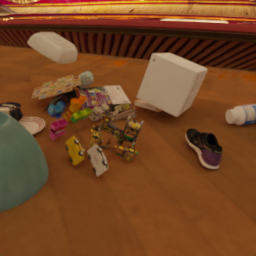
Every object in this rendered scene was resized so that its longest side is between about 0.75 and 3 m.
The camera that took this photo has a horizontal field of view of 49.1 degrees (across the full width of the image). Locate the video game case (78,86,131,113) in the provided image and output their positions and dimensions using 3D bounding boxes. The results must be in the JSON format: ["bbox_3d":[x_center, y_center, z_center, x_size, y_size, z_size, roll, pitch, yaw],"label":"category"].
[{"bbox_3d":[-1.114,-1.305,12.605,2.048,0.405,2.259,-6,29,-14],"label":"video game case"}]

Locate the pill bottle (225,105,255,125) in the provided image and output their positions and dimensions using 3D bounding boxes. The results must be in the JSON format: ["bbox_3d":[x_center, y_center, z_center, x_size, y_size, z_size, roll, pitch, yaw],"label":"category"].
[{"bbox_3d":[4.454,-0.493,10.752,1.300,0.730,0.730,-6,28,-11],"label":"pill bottle"}]

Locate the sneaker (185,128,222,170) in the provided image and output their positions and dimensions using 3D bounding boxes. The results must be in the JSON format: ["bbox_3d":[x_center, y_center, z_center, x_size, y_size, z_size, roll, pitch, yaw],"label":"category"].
[{"bbox_3d":[2.420,0.398,8.717,0.710,0.821,1.875,2,31,-16],"label":"sneaker"}]

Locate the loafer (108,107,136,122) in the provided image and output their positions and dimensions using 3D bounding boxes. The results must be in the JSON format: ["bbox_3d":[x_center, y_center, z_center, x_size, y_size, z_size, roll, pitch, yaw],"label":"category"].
[{"bbox_3d":[-0.349,-0.574,11.187,1.371,0.431,0.493,-8,29,-12],"label":"loafer"}]

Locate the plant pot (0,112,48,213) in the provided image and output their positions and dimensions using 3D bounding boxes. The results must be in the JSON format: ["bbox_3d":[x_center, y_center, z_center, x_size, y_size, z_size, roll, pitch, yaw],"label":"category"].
[{"bbox_3d":[-3.619,0.642,7.363,2.746,1.849,2.746,1,27,0],"label":"plant pot"}]

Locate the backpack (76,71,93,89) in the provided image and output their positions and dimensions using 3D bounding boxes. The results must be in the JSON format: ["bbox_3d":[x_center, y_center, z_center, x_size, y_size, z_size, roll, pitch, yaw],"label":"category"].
[{"bbox_3d":[-2.139,-2.306,13.786,0.989,0.825,0.626,-33,41,21],"label":"backpack"}]

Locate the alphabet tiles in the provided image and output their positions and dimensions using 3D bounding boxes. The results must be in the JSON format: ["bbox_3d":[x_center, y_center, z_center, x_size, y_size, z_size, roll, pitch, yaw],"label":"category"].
[{"bbox_3d":[-3.142,-1.819,12.354,2.184,0.069,1.817,-16,31,0],"label":"alphabet tiles"}]

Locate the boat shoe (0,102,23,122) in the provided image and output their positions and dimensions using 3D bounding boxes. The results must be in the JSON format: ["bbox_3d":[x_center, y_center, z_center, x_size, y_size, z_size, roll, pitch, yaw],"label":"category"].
[{"bbox_3d":[-5.229,-0.332,10.181,2.815,1.051,1.305,-2,18,1],"label":"boat shoe"}]

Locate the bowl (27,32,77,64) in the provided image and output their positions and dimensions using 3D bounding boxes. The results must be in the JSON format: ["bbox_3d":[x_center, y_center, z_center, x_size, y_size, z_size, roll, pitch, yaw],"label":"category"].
[{"bbox_3d":[-3.572,-4.016,13.712,2.062,0.770,2.059,32,23,6],"label":"bowl"}]

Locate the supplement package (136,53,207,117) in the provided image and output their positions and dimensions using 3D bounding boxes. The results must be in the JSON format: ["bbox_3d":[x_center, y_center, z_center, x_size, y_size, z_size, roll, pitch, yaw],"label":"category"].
[{"bbox_3d":[1.812,-1.817,11.243,1.819,1.806,2.397,28,23,16],"label":"supplement package"}]

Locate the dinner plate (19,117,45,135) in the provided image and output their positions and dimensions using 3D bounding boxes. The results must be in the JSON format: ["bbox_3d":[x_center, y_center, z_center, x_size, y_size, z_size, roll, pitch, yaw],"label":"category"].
[{"bbox_3d":[-3.891,0.007,10.370,1.606,0.195,1.606,0,27,0],"label":"dinner plate"}]

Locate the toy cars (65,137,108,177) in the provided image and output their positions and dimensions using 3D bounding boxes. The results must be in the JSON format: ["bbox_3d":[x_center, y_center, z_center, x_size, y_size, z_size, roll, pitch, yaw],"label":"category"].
[{"bbox_3d":[-1.168,0.820,8.179,1.786,0.801,0.395,17,-1,35],"label":"toy cars"}]

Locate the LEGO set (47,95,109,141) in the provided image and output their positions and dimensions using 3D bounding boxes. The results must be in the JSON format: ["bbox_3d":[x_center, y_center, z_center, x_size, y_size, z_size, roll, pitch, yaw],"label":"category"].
[{"bbox_3d":[-2.128,-0.405,10.471,1.038,1.116,2.720,47,40,15],"label":"LEGO set"}]

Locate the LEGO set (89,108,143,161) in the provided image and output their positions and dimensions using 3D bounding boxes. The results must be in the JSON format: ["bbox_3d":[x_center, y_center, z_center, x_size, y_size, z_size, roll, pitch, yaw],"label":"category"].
[{"bbox_3d":[-0.291,0.115,8.520,1.710,0.991,1.315,27,41,4],"label":"LEGO set"}]

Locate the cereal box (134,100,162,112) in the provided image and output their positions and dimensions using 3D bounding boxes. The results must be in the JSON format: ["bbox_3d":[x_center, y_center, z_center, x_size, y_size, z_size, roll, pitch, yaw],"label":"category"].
[{"bbox_3d":[0.908,-0.947,11.854,1.116,0.221,0.803,18,15,21],"label":"cereal box"}]

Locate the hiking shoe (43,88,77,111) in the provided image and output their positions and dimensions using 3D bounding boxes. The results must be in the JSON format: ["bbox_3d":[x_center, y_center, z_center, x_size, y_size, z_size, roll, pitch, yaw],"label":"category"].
[{"bbox_3d":[-2.925,-1.231,12.091,0.867,0.652,1.722,-6,24,31],"label":"hiking shoe"}]
